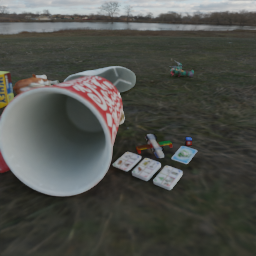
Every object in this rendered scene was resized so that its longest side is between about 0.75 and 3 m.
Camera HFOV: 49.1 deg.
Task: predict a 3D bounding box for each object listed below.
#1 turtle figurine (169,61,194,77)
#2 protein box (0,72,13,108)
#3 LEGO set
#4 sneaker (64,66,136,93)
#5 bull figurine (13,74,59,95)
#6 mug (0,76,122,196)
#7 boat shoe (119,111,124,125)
[{"bbox_3d":[2.622,-2.885,14.049,1.269,0.639,0.950,16,36,-1],"label":"turtle figurine"},{"bbox_3d":[-4.940,-1.201,9.150,1.596,1.077,1.585,5,22,13],"label":"protein box"},{"bbox_3d":[0.676,0.622,5.797,1.265,0.416,1.694,17,36,29],"label":"LEGO set"},{"bbox_3d":[-1.145,-1.934,11.138,2.909,1.023,1.166,-7,20,-16],"label":"sneaker"},{"bbox_3d":[-3.374,-1.579,10.596,1.324,0.710,2.182,5,20,9],"label":"bull figurine"},{"bbox_3d":[-1.307,-0.177,5.692,2.446,1.838,2.755,4,19,6],"label":"mug"},{"bbox_3d":[-0.447,-0.525,8.241,0.505,0.495,1.428,-41,48,3],"label":"boat shoe"}]
